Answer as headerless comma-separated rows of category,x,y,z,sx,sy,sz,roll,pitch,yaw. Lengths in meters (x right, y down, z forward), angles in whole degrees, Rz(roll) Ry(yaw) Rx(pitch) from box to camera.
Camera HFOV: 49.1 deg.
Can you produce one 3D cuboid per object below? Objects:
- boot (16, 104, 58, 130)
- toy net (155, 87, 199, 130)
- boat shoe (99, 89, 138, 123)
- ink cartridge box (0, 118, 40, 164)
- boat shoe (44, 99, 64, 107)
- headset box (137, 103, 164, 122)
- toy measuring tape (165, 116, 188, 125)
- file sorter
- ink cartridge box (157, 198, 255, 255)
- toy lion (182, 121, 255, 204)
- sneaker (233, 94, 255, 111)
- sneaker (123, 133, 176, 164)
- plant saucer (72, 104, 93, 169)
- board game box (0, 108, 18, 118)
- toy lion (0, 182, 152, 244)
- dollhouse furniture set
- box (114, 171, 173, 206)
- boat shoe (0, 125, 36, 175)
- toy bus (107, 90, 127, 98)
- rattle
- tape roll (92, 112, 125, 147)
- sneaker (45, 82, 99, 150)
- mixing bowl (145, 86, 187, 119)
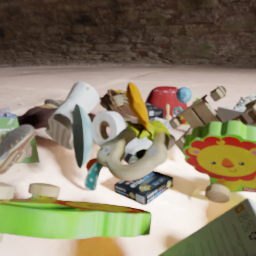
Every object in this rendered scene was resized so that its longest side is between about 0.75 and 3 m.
boot,-3.448,-0.186,11.573,2.831,1.024,2.355,15,34,38
toy net,1.732,-0.491,10.083,1.038,1.979,0.382,40,12,6
boat shoe,-0.391,-0.982,12.094,1.009,0.957,2.665,12,19,-40
ink cartridge box,-3.849,0.399,8.335,2.390,1.241,0.709,-1,31,-3
boat shoe,-3.184,-0.942,13.886,2.319,0.878,0.833,19,20,26
headset box,0.606,-0.711,13.123,1.348,0.700,1.812,-6,17,-28
toy measuring tape,2.226,-0.331,12.472,1.136,0.418,0.418,1,17,3
file sorter,4.238,-0.070,10.042,1.119,1.247,1.797,-13,22,-35
ink cartridge box,0.823,2.008,2.916,2.146,0.466,2.126,-38,15,15
toy lion,2.315,0.722,5.518,2.345,2.247,0.805,3,50,24
sneaker,5.280,-0.840,12.852,1.091,1.152,2.851,15,23,37
sneaker,0.654,0.704,8.486,2.392,0.874,0.847,-8,41,-36
plant saucer,-1.024,0.184,6.375,0.283,1.471,1.471,-2,16,-21
board game box,-5.854,-0.504,12.820,1.668,0.514,1.667,9,19,28
toy lion,-0.836,1.370,4.372,2.349,0.841,2.451,4,-12,13
dollhouse furniture set,2.363,-0.314,7.616,1.138,1.332,2.571,-37,-2,-42
box,0.400,1.398,6.870,0.949,0.275,1.194,13,22,39
boat shoe,-2.901,0.571,7.064,0.585,1.630,0.617,42,10,-50
toy bus,-0.383,-1.887,17.056,0.875,0.728,2.236,-13,21,-37
rattle,-0.463,0.347,6.158,2.466,1.606,1.762,-16,-32,28
tape roll,-0.679,0.074,9.522,1.267,1.267,0.443,15,13,40
sneaker,-1.658,-0.355,8.708,1.101,1.728,2.990,36,-22,-8
mixing bowl,1.939,-1.421,14.507,2.468,1.337,2.468,-1,17,0
